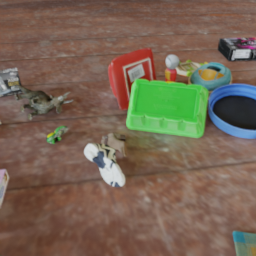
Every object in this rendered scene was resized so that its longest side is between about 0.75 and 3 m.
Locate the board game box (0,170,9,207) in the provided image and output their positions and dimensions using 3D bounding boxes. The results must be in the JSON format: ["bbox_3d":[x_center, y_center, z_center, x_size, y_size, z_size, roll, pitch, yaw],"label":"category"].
[{"bbox_3d":[-4.208,1.908,7.138,1.852,0.382,1.856,-5,36,-7],"label":"board game box"}]

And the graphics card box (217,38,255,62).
[{"bbox_3d":[6.664,-4.361,15.455,2.921,0.743,1.832,-3,37,-3],"label":"graphics card box"}]

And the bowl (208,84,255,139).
[{"bbox_3d":[4.208,-0.639,10.238,2.592,0.509,2.592,-1,45,1],"label":"bowl"}]

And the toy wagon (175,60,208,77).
[{"bbox_3d":[3.194,-2.959,13.877,1.692,0.335,1.312,-9,37,-14],"label":"toy wagon"}]

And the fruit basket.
[{"bbox_3d":[1.402,-0.802,10.052,2.918,2.105,2.918,9,-7,1],"label":"fruit basket"}]

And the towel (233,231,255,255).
[{"bbox_3d":[2.716,2.713,6.212,0.669,0.099,0.912,6,31,8],"label":"towel"}]

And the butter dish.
[{"bbox_3d":[-0.026,-2.053,11.399,2.104,2.098,1.555,-26,30,-30],"label":"butter dish"}]

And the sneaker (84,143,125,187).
[{"bbox_3d":[-0.507,1.001,8.185,1.509,0.602,0.982,40,22,15],"label":"sneaker"}]

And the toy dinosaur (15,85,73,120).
[{"bbox_3d":[-3.486,-1.018,10.909,2.631,1.013,1.345,20,26,36],"label":"toy dinosaur"}]

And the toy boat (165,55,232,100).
[{"bbox_3d":[2.961,-2.277,12.063,2.911,1.353,2.447,15,39,20],"label":"toy boat"}]

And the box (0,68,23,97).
[{"bbox_3d":[-5.223,-1.859,11.738,1.353,1.067,0.337,-14,38,-19],"label":"box"}]

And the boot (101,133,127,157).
[{"bbox_3d":[-0.472,0.573,9.046,0.802,0.385,1.096,-7,35,1],"label":"boot"}]

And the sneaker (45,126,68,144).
[{"bbox_3d":[-2.350,0.264,9.508,0.369,0.338,0.866,29,54,24],"label":"sneaker"}]
